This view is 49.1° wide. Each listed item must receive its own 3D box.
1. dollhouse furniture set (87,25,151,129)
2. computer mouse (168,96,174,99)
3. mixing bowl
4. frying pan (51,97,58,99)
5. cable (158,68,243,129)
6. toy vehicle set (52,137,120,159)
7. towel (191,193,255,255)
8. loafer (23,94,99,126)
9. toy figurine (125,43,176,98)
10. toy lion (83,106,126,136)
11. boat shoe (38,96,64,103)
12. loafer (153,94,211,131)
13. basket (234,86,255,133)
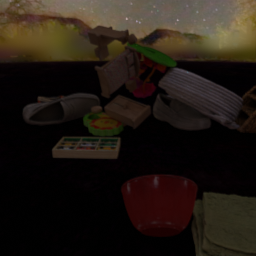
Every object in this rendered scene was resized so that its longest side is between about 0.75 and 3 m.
[{"bbox_3d":[-0.006,-1.681,8.478,1.295,2.925,1.516,25,53,32],"label":"dollhouse furniture set"},{"bbox_3d":[2.112,-1.110,12.331,1.485,0.594,2.708,15,16,27],"label":"computer mouse"},{"bbox_3d":[0.453,1.200,4.080,1.156,1.156,0.626,1,56,3],"label":"mixing bowl"},{"bbox_3d":[-3.901,-1.440,14.111,1.001,0.163,0.606,-4,16,-25],"label":"frying pan"},{"bbox_3d":[2.480,-1.131,9.759,2.913,1.008,2.912,29,9,1],"label":"cable"},{"bbox_3d":[-1.060,0.515,7.468,1.639,0.217,1.019,1,17,2],"label":"toy vehicle set"},{"bbox_3d":[1.988,1.492,3.946,2.146,0.392,1.592,2,16,11],"label":"towel"},{"bbox_3d":[-2.290,-0.610,10.041,2.792,0.976,0.974,-16,23,-21],"label":"loafer"},{"bbox_3d":[0.501,-1.880,9.900,1.834,1.688,1.377,20,30,-11],"label":"toy figurine"},{"bbox_3d":[-0.838,-0.173,9.381,1.590,0.546,1.524,10,28,25],"label":"toy lion"},{"bbox_3d":[-2.987,-1.106,12.221,1.866,0.584,0.664,-6,16,-24],"label":"boat shoe"},{"bbox_3d":[1.767,-0.593,9.809,0.979,0.977,2.800,-9,19,-29],"label":"loafer"},{"bbox_3d":[4.374,-0.746,9.414,1.572,1.506,2.110,4,17,9],"label":"basket"}]
